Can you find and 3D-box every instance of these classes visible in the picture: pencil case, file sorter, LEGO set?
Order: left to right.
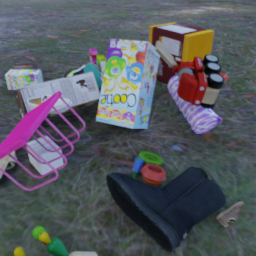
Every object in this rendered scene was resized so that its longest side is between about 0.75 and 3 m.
[{"bbox_3d":[-2.008,0.327,6.598,1.331,1.201,1.915,-27,27,30],"label":"file sorter"},{"bbox_3d":[-0.742,-2.193,10.700,1.012,1.089,2.654,-6,30,-16],"label":"LEGO set"},{"bbox_3d":[2.134,-0.860,9.377,0.944,0.927,2.209,-18,59,-8],"label":"pencil case"}]

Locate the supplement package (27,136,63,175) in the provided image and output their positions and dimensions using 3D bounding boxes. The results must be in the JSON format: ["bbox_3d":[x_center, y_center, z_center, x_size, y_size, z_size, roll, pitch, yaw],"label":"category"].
[{"bbox_3d":[-2.325,0.775,7.830,0.648,0.653,0.861,-24,39,-33],"label":"supplement package"}]

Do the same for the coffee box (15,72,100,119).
[{"bbox_3d":[-2.449,-1.029,9.711,2.572,1.026,1.454,-19,2,-24],"label":"coffee box"}]

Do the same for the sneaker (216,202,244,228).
[{"bbox_3d":[2.365,1.973,6.335,0.830,0.292,0.313,-21,55,-24],"label":"sneaker"}]

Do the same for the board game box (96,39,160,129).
[{"bbox_3d":[0.026,-1.365,9.115,1.343,2.607,1.367,12,4,23],"label":"board game box"}]

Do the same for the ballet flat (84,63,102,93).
[{"bbox_3d":[-0.928,-1.585,10.761,0.775,2.088,0.775,-33,8,5],"label":"ballet flat"}]

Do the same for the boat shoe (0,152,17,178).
[{"bbox_3d":[-3.432,0.913,7.733,0.618,0.686,1.903,35,25,-13],"label":"boat shoe"}]

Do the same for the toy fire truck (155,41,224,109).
[{"bbox_3d":[1.644,-1.605,8.065,1.941,1.249,1.708,9,43,1],"label":"toy fire truck"}]

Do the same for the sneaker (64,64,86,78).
[{"bbox_3d":[-2.150,-2.383,13.157,0.807,0.699,1.949,40,45,14],"label":"sneaker"}]

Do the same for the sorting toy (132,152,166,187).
[{"bbox_3d":[0.516,1.149,7.468,0.823,0.562,1.369,13,19,-7],"label":"sorting toy"}]

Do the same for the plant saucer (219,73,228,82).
[{"bbox_3d":[4.102,-2.447,13.469,1.177,0.216,1.179,20,38,29],"label":"plant saucer"}]

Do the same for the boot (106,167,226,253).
[{"bbox_3d":[0.856,1.468,6.472,1.899,0.863,2.260,-29,48,-32],"label":"boot"}]

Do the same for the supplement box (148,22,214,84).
[{"bbox_3d":[2.273,-3.332,12.808,1.603,2.381,2.414,-22,38,-31],"label":"supplement box"}]

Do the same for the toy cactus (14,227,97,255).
[{"bbox_3d":[-1.249,2.560,5.029,1.424,0.883,1.726,5,24,-30],"label":"toy cactus"}]

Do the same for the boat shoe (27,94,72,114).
[{"bbox_3d":[-2.221,-0.703,7.799,1.337,0.467,0.474,1,54,23],"label":"boat shoe"}]

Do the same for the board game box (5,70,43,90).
[{"bbox_3d":[-4.611,-2.146,12.487,1.388,0.728,0.715,0,32,0],"label":"board game box"}]
